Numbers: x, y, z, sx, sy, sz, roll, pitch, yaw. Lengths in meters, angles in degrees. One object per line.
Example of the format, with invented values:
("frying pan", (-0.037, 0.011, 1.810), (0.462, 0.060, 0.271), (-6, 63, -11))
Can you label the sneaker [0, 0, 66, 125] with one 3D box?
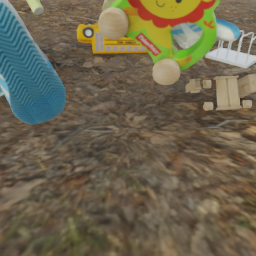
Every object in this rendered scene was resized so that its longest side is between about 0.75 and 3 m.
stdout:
("sneaker", (-1.575, -0.958, 4.041), (0.864, 2.259, 0.912), (-25, 52, -10))

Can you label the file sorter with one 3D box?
("file sorter", (4.243, -3.275, 11.157), (1.765, 1.099, 1.225), (28, 42, 36))

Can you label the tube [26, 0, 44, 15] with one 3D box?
("tube", (-2.939, -3.962, 8.346), (0.321, 0.359, 1.238), (-31, 80, 2))

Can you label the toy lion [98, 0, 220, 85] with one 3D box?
("toy lion", (0.839, -2.383, 5.553), (2.508, 2.616, 0.898), (-30, 37, 37))

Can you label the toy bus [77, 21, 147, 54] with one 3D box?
("toy bus", (-0.636, -3.831, 11.914), (2.942, 1.152, 0.958), (-2, 35, -2))

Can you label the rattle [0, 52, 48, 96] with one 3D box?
("rattle", (-3.465, -1.768, 9.260), (1.759, 1.930, 2.701), (-45, 47, 4))

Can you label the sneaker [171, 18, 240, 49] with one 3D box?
("sneaker", (1.712, -2.243, 6.676), (0.741, 0.782, 1.936), (-13, 30, -41))

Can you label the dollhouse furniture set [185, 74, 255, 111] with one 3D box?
("dollhouse furniture set", (2.670, -0.962, 8.118), (1.838, 0.953, 0.814), (-4, -5, -7))
